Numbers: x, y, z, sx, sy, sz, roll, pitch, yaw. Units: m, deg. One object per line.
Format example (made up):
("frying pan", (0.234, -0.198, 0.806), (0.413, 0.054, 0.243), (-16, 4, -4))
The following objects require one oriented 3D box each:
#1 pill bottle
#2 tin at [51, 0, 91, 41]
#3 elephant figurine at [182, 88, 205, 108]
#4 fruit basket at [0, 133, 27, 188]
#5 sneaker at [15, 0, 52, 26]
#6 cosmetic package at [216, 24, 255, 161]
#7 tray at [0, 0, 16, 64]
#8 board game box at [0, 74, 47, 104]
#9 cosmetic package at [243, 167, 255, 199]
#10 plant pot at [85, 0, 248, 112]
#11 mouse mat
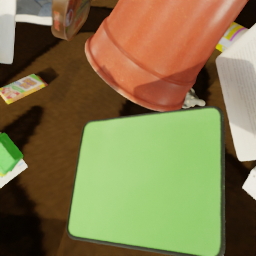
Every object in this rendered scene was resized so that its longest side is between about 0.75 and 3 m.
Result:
("pill bottle", (3.614, -3.657, 10.834), (1.105, 1.105, 2.120), (-27, 53, -22))
("tin", (-1.560, -3.444, 7.919), (0.520, 1.392, 2.486), (12, 43, 3))
("elephant figurine", (1.807, -0.876, 8.610), (1.054, 0.746, 0.817), (2, 62, 11))
("fruit basket", (-2.094, 0.508, 4.312), (0.820, 0.886, 0.415), (52, 20, -4))
("sneaker", (-2.935, -3.654, 7.111), (2.560, 1.850, 0.973), (-9, 53, -26))
("cosmetic package", (3.556, -0.842, 5.022), (2.414, 2.929, 2.416), (-7, 81, -12))
("tray", (-2.616, -2.226, 5.192), (1.029, 1.916, 0.212), (5, 13, -13))
("board game box", (-3.504, -1.352, 9.375), (1.449, 0.217, 0.692), (-32, 56, -29))
("cosmetic package", (3.402, 1.246, 6.597), (0.943, 0.778, 0.777), (-27, 52, -23))
("plant pot", (0.945, -2.441, 6.487), (2.991, 2.908, 2.991), (22, 38, -19))
("mouse mat", (0.149, 0.693, 4.024), (2.422, 0.091, 1.949), (-6, 68, 32))
